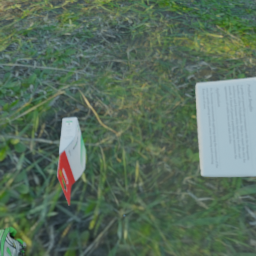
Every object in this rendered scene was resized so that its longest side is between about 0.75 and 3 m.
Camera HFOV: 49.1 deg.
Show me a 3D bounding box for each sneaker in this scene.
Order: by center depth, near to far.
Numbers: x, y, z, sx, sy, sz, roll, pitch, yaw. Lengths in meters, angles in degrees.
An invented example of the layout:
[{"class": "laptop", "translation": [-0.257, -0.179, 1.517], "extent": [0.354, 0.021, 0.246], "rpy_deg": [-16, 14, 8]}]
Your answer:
[{"class": "sneaker", "translation": [-3.208, 3.607, 7.798], "extent": [0.869, 0.796, 2.041], "rpy_deg": [-29, 54, -24]}]

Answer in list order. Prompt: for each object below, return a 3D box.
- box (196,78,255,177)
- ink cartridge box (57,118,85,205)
[{"class": "box", "translation": [2.916, 0.102, 7.528], "extent": [2.010, 2.347, 2.335], "rpy_deg": [-4, 82, 15]}, {"class": "ink cartridge box", "translation": [-1.547, 0.930, 7.877], "extent": [0.487, 1.565, 1.944], "rpy_deg": [-6, 48, -3]}]
